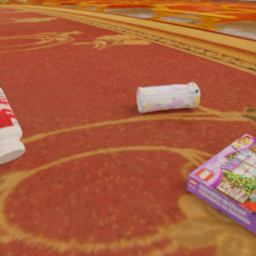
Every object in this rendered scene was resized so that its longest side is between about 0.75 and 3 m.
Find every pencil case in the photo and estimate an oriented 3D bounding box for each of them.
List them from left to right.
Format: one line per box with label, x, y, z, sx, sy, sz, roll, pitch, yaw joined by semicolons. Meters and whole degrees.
pencil case;1.576;-1.199;11.202;2.502;1.040;1.135;-6;6;-8

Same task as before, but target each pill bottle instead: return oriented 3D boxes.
pill bottle;-3.740;-0.078;7.877;1.146;1.146;2.041;-23;79;-33

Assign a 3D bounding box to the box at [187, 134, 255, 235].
box;3.292;1.298;7.469;2.963;0.579;2.028;-25;39;-36
